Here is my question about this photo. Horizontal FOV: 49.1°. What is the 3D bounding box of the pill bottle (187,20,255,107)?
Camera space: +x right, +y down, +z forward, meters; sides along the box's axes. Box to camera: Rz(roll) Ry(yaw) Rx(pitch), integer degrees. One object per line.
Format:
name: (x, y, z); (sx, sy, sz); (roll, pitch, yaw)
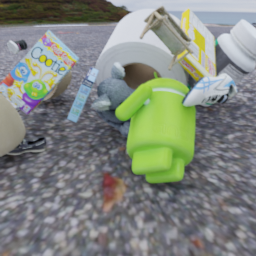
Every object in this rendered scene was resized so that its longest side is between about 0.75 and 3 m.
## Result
pill bottle: (3.457, -2.285, 10.204); (1.671, 2.955, 1.671); (25, 41, -24)

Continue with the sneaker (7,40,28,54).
sneaker: (-2.956, -2.234, 7.600); (0.477, 0.340, 0.961); (-24, 26, -23)

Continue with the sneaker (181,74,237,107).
sneaker: (1.846, -0.782, 6.196); (1.731, 0.622, 0.627); (-22, 64, -37)

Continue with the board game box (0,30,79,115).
board game box: (-2.687, -1.653, 8.582); (2.261, 1.165, 1.186); (-48, 14, 0)

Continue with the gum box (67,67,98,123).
gum box: (-1.160, -0.877, 7.272); (0.266, 1.196, 1.016); (23, 25, -10)

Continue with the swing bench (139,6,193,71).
swing bench: (0.881, -2.073, 6.303); (0.688, 1.054, 1.060); (-34, 28, 34)

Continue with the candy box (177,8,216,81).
candy box: (2.104, -2.433, 8.469); (0.361, 1.397, 2.734); (-29, 33, 38)

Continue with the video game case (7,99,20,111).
video game case: (-5.124, -0.719, 10.382); (1.991, 0.229, 1.814); (8, 26, 15)

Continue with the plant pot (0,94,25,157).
plant pot: (-3.651, -0.282, 6.724); (2.024, 1.359, 2.024); (0, 33, 0)

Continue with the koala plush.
koala plush: (-0.351, -0.839, 7.979); (1.690, 1.631, 1.839); (25, -8, 19)

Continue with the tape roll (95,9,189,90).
tape roll: (0.598, -2.126, 9.462); (2.996, 2.996, 2.057); (7, 48, 14)

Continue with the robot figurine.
robot figurine: (0.803, -0.051, 6.596); (1.501, 2.277, 2.595); (-15, 53, 36)

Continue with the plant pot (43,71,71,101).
plant pot: (-2.984, -2.060, 11.010); (1.930, 1.930, 1.296); (15, 15, 29)

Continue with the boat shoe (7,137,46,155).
boat shoe: (-2.765, 0.419, 7.411); (1.243, 0.390, 0.452); (-1, 35, -40)
